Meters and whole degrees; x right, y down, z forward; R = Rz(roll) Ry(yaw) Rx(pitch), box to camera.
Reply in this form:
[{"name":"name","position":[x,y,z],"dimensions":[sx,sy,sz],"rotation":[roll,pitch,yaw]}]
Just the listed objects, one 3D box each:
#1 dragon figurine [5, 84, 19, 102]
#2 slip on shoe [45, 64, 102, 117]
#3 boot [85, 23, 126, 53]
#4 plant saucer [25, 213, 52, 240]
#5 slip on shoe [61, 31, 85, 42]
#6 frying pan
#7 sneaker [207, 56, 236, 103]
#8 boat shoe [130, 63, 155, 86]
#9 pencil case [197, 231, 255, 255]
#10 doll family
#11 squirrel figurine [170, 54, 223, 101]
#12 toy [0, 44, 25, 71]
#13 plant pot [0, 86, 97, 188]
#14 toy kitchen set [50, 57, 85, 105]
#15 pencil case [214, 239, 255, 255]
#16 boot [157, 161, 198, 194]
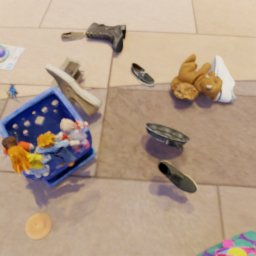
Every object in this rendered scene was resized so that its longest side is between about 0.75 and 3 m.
[{"name":"dragon figurine","position":[-5.065,-1.593,12.387],"dimensions":[1.013,0.298,0.504],"rotation":[34,62,23]},{"name":"slip on shoe","position":[-2.224,-1.444,10.890],"dimensions":[2.588,0.984,0.784],"rotation":[38,88,-15]},{"name":"boot","position":[-1.211,-4.647,14.311],"dimensions":[2.031,0.808,2.333],"rotation":[6,47,6]},{"name":"plant saucer","position":[-2.930,3.197,9.134],"dimensions":[0.843,0.136,0.843],"rotation":[0,54,0]},{"name":"slip on shoe","position":[-2.893,-4.849,14.618],"dimensions":[1.254,0.380,0.477],"rotation":[-12,56,-8]},{"name":"frying pan","position":[1.608,0.423,9.661],"dimensions":[1.703,0.458,2.815],"rotation":[10,16,-28]},{"name":"sneaker","position":[4.185,-2.166,12.513],"dimensions":[0.978,0.928,2.429],"rotation":[6,63,-3]},{"name":"boat shoe","position":[0.651,-2.461,12.887],"dimensions":[0.531,0.500,1.479],"rotation":[-35,63,-23]},{"name":"pencil case","position":[2.923,3.902,8.062],"dimensions":[2.477,1.054,1.145],"rotation":[-20,29,-12]},{"name":"doll family","position":[-2.161,0.650,7.349],"dimensions":[2.512,1.559,1.132],"rotation":[-18,58,2]},{"name":"squirrel figurine","position":[2.879,-1.778,11.831],"dimensions":[2.064,1.461,1.927],"rotation":[-37,53,-3]},{"name":"toy","position":[-6.852,-3.805,13.702],"dimensions":[2.938,0.694,1.692],"rotation":[9,56,6]},{"name":"plant pot","position":[-2.587,0.455,9.668],"dimensions":[2.398,2.156,2.398],"rotation":[-36,61,-11]},{"name":"toy kitchen set","position":[-2.297,-1.947,12.149],"dimensions":[1.229,1.506,1.359],"rotation":[8,41,-48]},{"name":"pencil case","position":[2.997,4.413,7.076],"dimensions":[1.245,1.245,2.818],"rotation":[-8,84,-6]},{"name":"boot","position":[1.462,1.548,8.529],"dimensions":[1.434,0.992,0.555],"rotation":[34,91,14]}]
